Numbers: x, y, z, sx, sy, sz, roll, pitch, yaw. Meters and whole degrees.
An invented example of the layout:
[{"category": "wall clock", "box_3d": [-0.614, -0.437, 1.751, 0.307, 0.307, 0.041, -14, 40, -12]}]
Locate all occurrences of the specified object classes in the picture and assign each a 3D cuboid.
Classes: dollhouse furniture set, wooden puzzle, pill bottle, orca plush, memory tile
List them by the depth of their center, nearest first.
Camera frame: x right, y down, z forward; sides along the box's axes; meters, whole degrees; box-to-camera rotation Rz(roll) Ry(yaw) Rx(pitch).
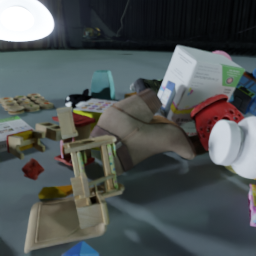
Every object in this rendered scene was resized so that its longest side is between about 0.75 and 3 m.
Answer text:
[{"category": "dollhouse furniture set", "box_3d": [-0.572, 0.505, 4.954, 1.006, 1.810, 1.601, -12, 10, -13]}, {"category": "wooden puzzle", "box_3d": [-1.168, 1.729, 5.307, 1.534, 0.266, 2.274, -9, 20, -3]}, {"category": "pill bottle", "box_3d": [3.106, 0.498, 5.982, 2.537, 1.322, 1.322, 9, 20, -8]}, {"category": "dollhouse furniture set", "box_3d": [-1.930, 0.471, 7.020, 0.975, 1.290, 2.396, 16, 21, 33]}, {"category": "orca plush", "box_3d": [-1.876, -1.239, 12.349, 1.329, 0.898, 2.525, -16, 26, -36]}, {"category": "memory tile", "box_3d": [-4.838, -1.186, 13.173, 2.051, 0.225, 2.675, -14, 25, -31]}]

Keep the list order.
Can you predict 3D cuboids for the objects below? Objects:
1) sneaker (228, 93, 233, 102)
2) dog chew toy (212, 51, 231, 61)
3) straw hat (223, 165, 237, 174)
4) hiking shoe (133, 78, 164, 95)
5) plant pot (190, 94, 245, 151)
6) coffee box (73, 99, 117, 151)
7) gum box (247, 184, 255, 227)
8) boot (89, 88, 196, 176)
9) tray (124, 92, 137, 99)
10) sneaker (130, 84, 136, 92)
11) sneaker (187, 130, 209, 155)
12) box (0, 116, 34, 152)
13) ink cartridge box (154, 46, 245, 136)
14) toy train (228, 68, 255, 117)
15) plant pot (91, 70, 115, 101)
[{"category": "sneaker", "box_3d": [3.533, -1.270, 9.846, 0.299, 0.763, 0.343, -12, -12, 0]}, {"category": "dog chew toy", "box_3d": [3.640, -2.158, 10.832, 1.747, 1.088, 1.088, 32, -2, -38]}, {"category": "straw hat", "box_3d": [2.822, 0.834, 7.214, 1.434, 1.434, 0.607, 12, 66, 29]}, {"category": "hiking shoe", "box_3d": [1.401, -1.418, 9.434, 2.680, 1.349, 1.015, 6, 49, -39]}, {"category": "plant pot", "box_3d": [2.378, -0.162, 7.544, 1.283, 1.283, 1.168, -15, 68, -34]}, {"category": "coffee box", "box_3d": [-0.823, -0.096, 8.784, 1.277, 1.279, 1.265, 7, 22, 19]}, {"category": "gum box", "box_3d": [2.800, 1.574, 5.687, 0.616, 0.359, 1.085, 7, 22, 18]}, {"category": "boot", "box_3d": [0.383, 0.446, 7.254, 2.067, 2.828, 0.993, -44, 24, -11]}, {"category": "tray", "box_3d": [1.035, -1.301, 13.202, 1.158, 0.435, 2.348, -18, 26, -40]}, {"category": "sneaker", "box_3d": [0.737, -2.019, 14.802, 0.803, 0.687, 1.844, -24, 31, -38]}, {"category": "sneaker", "box_3d": [2.661, 0.271, 8.536, 1.925, 0.678, 0.727, -9, 35, -18]}, {"category": "box", "box_3d": [-4.129, 0.176, 9.373, 1.575, 0.397, 2.182, -15, 27, -34]}, {"category": "ink cartridge box", "box_3d": [1.981, -0.929, 8.544, 1.898, 2.611, 1.143, 2, 35, -29]}, {"category": "toy train", "box_3d": [5.129, -0.982, 10.236, 1.705, 1.293, 2.984, -38, 61, -17]}, {"category": "plant pot", "box_3d": [-1.223, -1.996, 13.536, 1.050, 1.485, 1.049, 3, 21, 6]}]
